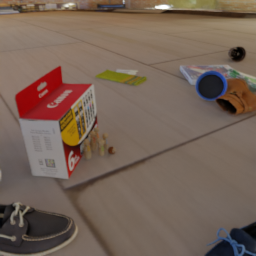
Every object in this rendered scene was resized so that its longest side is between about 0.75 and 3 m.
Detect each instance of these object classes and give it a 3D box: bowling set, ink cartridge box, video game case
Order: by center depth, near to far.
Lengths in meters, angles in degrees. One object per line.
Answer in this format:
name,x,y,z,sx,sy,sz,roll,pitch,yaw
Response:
ink cartridge box,-1.752,-0.292,7.587,1.060,2.220,2.529,3,29,11
bowling set,-0.752,0.399,8.020,0.817,0.630,1.174,4,29,7
video game case,4.154,-2.694,14.050,2.651,0.305,2.416,-2,28,-3

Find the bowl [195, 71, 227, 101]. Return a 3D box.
bowl,3.287,-1.660,11.130,1.204,1.204,0.236,9,-4,16

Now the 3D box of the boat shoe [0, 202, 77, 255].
boat shoe,-2.202,1.822,5.258,2.434,0.763,0.884,0,29,0

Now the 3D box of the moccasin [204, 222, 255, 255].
moccasin,1.951,2.033,4.941,1.945,0.663,0.783,-19,29,-31

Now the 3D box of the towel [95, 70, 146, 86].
towel,-0.366,-2.501,13.792,2.422,0.219,1.042,17,32,28

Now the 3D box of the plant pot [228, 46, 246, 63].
plant pot,6.426,-4.414,16.704,0.925,0.925,0.916,2,20,4

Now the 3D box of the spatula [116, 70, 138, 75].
spatula,-0.124,-2.941,14.730,1.187,0.095,0.825,6,30,11

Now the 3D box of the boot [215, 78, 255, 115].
boot,4.004,-1.193,10.927,1.748,0.863,2.251,-19,41,-24

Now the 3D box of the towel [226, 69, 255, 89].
towel,5.592,-1.819,11.730,2.092,0.321,2.743,15,21,-14
